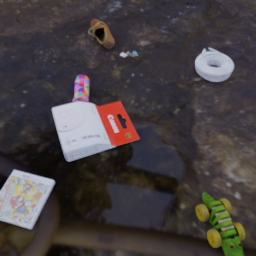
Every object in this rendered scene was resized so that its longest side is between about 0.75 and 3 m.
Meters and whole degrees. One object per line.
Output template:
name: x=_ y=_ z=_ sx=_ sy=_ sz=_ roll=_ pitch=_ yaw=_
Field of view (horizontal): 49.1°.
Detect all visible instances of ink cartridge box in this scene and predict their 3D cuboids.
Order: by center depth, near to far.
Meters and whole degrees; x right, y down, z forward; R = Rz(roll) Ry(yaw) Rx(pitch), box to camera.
ink cartridge box: x=-1.201 y=-0.142 z=10.007 sx=2.625 sy=0.749 sz=2.133 roll=-19 pitch=53 yaw=-10

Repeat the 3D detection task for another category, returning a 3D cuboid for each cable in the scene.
cable: x=3.693 y=-2.666 z=12.119 sx=1.610 sy=0.558 sz=1.611 roll=31 pitch=58 yaw=21

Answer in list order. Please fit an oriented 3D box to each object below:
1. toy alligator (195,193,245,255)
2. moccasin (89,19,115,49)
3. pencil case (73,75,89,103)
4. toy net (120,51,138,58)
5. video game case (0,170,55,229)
toy alligator: x=2.681 y=2.892 z=7.467 sx=0.935 sy=0.678 sz=2.821 roll=-12 pitch=52 yaw=-13
moccasin: x=-1.375 y=-4.606 z=13.496 sx=0.766 sy=0.809 sz=2.095 roll=-39 pitch=55 yaw=25
pencil case: x=-1.858 y=-1.440 z=11.090 sx=0.638 sy=0.638 sz=1.444 roll=-1 pitch=49 yaw=-1
toy net: x=0.038 y=-3.343 z=12.939 sx=0.813 sy=0.157 sz=0.426 roll=-12 pitch=54 yaw=-7
video game case: x=-3.200 y=2.109 z=8.451 sx=1.426 sy=0.179 sz=1.566 roll=12 pitch=52 yaw=10
